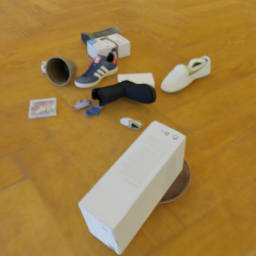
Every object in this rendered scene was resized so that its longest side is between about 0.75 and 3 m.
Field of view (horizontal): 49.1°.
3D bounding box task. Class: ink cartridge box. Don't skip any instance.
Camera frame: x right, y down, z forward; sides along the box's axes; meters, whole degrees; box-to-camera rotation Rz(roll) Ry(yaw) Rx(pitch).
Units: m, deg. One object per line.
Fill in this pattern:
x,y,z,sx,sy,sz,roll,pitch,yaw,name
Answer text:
-0.982,-4.028,14.141,1.800,0.758,1.302,-22,45,-24,ink cartridge box

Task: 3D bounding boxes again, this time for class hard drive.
0.333,-2.044,12.236,1.510,0.198,0.996,-3,40,-4,hard drive

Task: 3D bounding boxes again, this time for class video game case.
-3.286,-0.772,10.800,0.985,0.124,1.081,-7,41,-8,video game case

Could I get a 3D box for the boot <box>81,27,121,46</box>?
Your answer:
-1.362,-4.965,15.394,2.093,0.759,1.903,-12,43,-24,boot

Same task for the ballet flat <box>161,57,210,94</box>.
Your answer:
2.523,-2.420,12.122,2.861,0.993,0.993,-27,47,-28,ballet flat

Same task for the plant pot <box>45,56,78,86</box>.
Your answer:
-2.784,-2.561,12.227,1.254,1.254,1.088,14,26,16,plant pot

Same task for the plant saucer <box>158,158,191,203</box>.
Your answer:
0.858,1.360,7.947,1.784,0.326,1.784,-4,51,5,plant saucer

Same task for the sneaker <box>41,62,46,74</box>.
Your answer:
-3.675,-2.853,13.045,0.620,0.380,0.952,-14,31,-3,sneaker

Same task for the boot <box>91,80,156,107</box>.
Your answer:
-0.221,-1.197,10.588,1.767,0.803,2.102,-24,35,-33,boot

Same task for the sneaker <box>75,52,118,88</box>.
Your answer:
-1.421,-2.642,12.307,0.908,1.024,2.423,26,47,27,sneaker

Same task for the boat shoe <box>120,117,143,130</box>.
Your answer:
0.093,-0.151,9.921,0.818,0.306,0.280,11,34,11,boat shoe

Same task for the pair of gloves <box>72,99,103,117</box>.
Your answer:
-1.517,-0.770,10.756,1.136,0.129,0.913,27,41,20,pair of gloves

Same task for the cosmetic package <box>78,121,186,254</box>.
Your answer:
0.232,1.371,6.868,1.082,1.486,2.923,28,55,28,cosmetic package
